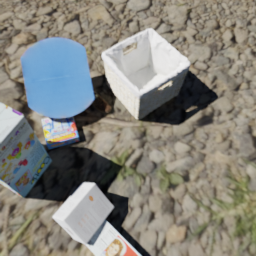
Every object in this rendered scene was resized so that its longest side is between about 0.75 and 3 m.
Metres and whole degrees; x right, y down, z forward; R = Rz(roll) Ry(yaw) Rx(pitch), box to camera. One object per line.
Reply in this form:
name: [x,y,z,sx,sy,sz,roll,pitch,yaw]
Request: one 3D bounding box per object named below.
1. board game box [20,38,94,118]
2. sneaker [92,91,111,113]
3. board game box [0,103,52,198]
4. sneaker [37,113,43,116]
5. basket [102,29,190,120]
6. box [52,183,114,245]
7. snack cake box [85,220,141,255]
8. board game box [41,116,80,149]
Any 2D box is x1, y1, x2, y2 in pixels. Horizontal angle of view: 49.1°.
board game box: [-2.423,-1.675,9.711,2.189,0.539,2.770,-11,87,-10]
sneaker: [-1.140,-0.995,10.155,1.226,0.463,0.432,37,74,20]
board game box: [-3.490,0.628,7.873,1.478,2.870,1.505,26,64,14]
sneaker: [-2.926,-1.703,10.258,0.883,1.055,2.384,1,59,2]
basket: [0.587,-1.860,9.898,2.200,1.786,2.220,-33,65,-17]
box: [-1.218,2.330,7.779,1.299,0.691,0.989,-48,113,-33]
snack cake box: [-0.427,3.368,7.700,1.482,0.498,0.852,40,66,20]
board game box: [-2.337,0.079,9.659,1.093,0.305,1.070,-16,61,-9]
